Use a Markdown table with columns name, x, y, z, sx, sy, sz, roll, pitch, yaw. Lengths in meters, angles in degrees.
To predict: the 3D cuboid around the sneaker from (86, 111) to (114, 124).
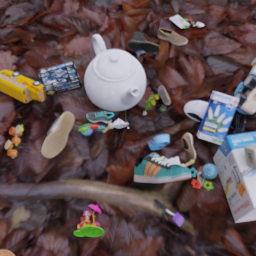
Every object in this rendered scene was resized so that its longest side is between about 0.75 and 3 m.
| name | x | y | z | sx | sy | sz | roll | pitch | yaw |
| --- | --- | --- | --- | --- | --- | --- | --- | --- | --- |
| sneaker | -1.110 | -0.512 | 11.399 | 1.207 | 0.550 | 0.468 | 1 | 61 | -37 |

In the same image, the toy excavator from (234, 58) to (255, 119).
| name | x | y | z | sx | sy | sz | roll | pitch | yaw |
| --- | --- | --- | --- | --- | --- | --- | --- | --- | --- |
| toy excavator | 5.385 | -1.882 | 12.099 | 1.302 | 2.607 | 2.535 | 29 | 106 | -4 |

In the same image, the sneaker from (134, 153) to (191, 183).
| name | x | y | z | sx | sy | sz | roll | pitch | yaw |
| --- | --- | --- | --- | --- | --- | --- | --- | --- | --- |
| sneaker | 1.025 | 1.334 | 9.508 | 0.907 | 2.541 | 1.015 | 2 | 81 | -38 |

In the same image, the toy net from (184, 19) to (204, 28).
| name | x | y | z | sx | sy | sz | roll | pitch | yaw |
| --- | --- | --- | --- | --- | --- | --- | --- | --- | --- |
| toy net | 3.525 | -5.570 | 15.046 | 1.086 | 0.210 | 0.570 | 11 | 57 | 4 |

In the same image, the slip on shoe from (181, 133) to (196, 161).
| name | x | y | z | sx | sy | sz | roll | pitch | yaw |
| --- | --- | --- | --- | --- | --- | --- | --- | --- | --- |
| slip on shoe | 2.288 | 0.782 | 10.689 | 0.354 | 1.170 | 0.445 | -27 | 27 | -32 |

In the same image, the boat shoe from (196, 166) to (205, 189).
| name | x | y | z | sx | sy | sz | roll | pitch | yaw |
| --- | --- | --- | --- | --- | --- | --- | --- | --- | --- |
| boat shoe | 2.737 | 1.815 | 10.489 | 0.324 | 0.285 | 0.911 | 14 | 58 | 11 |

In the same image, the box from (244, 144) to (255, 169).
| name | x | y | z | sx | sy | sz | roll | pitch | yaw |
| --- | --- | --- | --- | --- | --- | --- | --- | --- | --- |
| box | 4.505 | 0.729 | 8.632 | 1.657 | 0.567 | 0.681 | -16 | 97 | -7 |

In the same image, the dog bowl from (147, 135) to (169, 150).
| name | x | y | z | sx | sy | sz | roll | pitch | yaw |
| --- | --- | --- | --- | --- | --- | --- | --- | --- | --- |
| dog bowl | 1.182 | 0.578 | 10.776 | 0.644 | 1.155 | 0.286 | -3 | 69 | -20 |

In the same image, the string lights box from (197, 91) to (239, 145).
| name | x | y | z | sx | sy | sz | roll | pitch | yaw |
| --- | --- | --- | --- | --- | --- | --- | --- | --- | --- |
| string lights box | 3.492 | -0.387 | 10.988 | 0.976 | 0.560 | 1.899 | 18 | 101 | 4 |

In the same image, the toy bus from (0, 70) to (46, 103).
| name | x | y | z | sx | sy | sz | roll | pitch | yaw |
| --- | --- | --- | --- | --- | --- | --- | --- | --- | --- |
| toy bus | -4.724 | -1.769 | 12.202 | 2.343 | 0.762 | 0.917 | 25 | 45 | 21 |

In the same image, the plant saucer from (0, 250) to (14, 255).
| name | x | y | z | sx | sy | sz | roll | pitch | yaw |
| --- | --- | --- | --- | --- | --- | --- | --- | --- | --- |
| plant saucer | -4.073 | 4.492 | 8.902 | 1.128 | 0.211 | 1.128 | 0 | 59 | 1 |

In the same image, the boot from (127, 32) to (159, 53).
| name | x | y | z | sx | sy | sz | roll | pitch | yaw |
| --- | --- | --- | --- | --- | --- | --- | --- | --- | --- |
| boot | 0.773 | -3.948 | 12.646 | 1.424 | 0.552 | 0.985 | 13 | 56 | 4 |

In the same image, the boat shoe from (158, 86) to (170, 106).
| name | x | y | z | sx | sy | sz | roll | pitch | yaw |
| --- | --- | --- | --- | --- | --- | --- | --- | --- | --- |
| boat shoe | 1.605 | -1.411 | 12.360 | 0.367 | 0.348 | 0.970 | -24 | 73 | 25 |

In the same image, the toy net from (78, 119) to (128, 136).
| name | x | y | z | sx | sy | sz | roll | pitch | yaw |
| --- | --- | --- | --- | --- | --- | --- | --- | --- | --- |
| toy net | -0.984 | -0.115 | 11.147 | 1.983 | 1.040 | 0.383 | -14 | 71 | -6 |

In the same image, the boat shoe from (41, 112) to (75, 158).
| name | x | y | z | sx | sy | sz | roll | pitch | yaw |
| --- | --- | --- | --- | --- | --- | --- | --- | --- | --- |
| boat shoe | -2.822 | 0.305 | 11.102 | 0.766 | 0.690 | 2.129 | 36 | 57 | -25 |

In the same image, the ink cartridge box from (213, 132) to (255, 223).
| name | x | y | z | sx | sy | sz | roll | pitch | yaw |
| --- | --- | --- | --- | --- | --- | --- | --- | --- | --- |
| ink cartridge box | 4.375 | 1.679 | 9.632 | 1.837 | 1.870 | 2.540 | -7 | 59 | -5 |

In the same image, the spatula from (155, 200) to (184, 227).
| name | x | y | z | sx | sy | sz | roll | pitch | yaw |
| --- | --- | --- | --- | --- | --- | --- | --- | --- | --- |
| spatula | 1.414 | 2.921 | 9.802 | 1.219 | 0.125 | 0.344 | 37 | 104 | 19 |

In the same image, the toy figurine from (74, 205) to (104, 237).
| name | x | y | z | sx | sy | sz | roll | pitch | yaw |
| --- | --- | --- | --- | --- | --- | --- | --- | --- | --- |
| toy figurine | -1.310 | 3.124 | 9.587 | 1.055 | 0.792 | 0.971 | -17 | 42 | 18 |

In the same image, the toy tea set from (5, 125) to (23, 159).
| name | x | y | z | sx | sy | sz | roll | pitch | yaw |
| --- | --- | --- | --- | --- | --- | --- | --- | --- | --- |
| toy tea set | -4.462 | 0.554 | 11.176 | 0.804 | 0.500 | 1.352 | 2 | 73 | 40 |

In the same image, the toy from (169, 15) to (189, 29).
| name | x | y | z | sx | sy | sz | roll | pitch | yaw |
| --- | --- | --- | --- | --- | --- | --- | --- | --- | --- |
| toy | 2.742 | -5.636 | 15.043 | 0.603 | 0.247 | 1.048 | -28 | 57 | -18 |

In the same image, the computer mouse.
| name | x | y | z | sx | sy | sz | roll | pitch | yaw |
| --- | --- | --- | --- | --- | --- | --- | --- | --- | --- |
| computer mouse | 3.595 | -0.470 | 11.702 | 2.628 | 0.577 | 1.441 | 26 | 62 | 15 |

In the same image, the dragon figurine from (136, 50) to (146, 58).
| name | x | y | z | sx | sy | sz | roll | pitch | yaw |
| --- | --- | --- | --- | --- | --- | --- | --- | --- | --- |
| dragon figurine | 0.642 | -3.938 | 13.971 | 0.534 | 0.316 | 1.074 | 4 | 60 | 2 |

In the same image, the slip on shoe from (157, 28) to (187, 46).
| name | x | y | z | sx | sy | sz | roll | pitch | yaw |
| --- | --- | --- | --- | --- | --- | --- | --- | --- | --- |
| slip on shoe | 2.276 | -4.700 | 14.335 | 1.590 | 0.482 | 0.605 | 25 | 62 | 15 |

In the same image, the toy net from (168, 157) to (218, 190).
| name | x | y | z | sx | sy | sz | roll | pitch | yaw |
| --- | --- | --- | --- | --- | --- | --- | --- | --- | --- |
| toy net | 2.278 | 1.656 | 10.355 | 1.891 | 0.365 | 0.992 | 11 | 78 | 26 |

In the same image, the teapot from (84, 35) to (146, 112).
| name | x | y | z | sx | sy | sz | roll | pitch | yaw |
| --- | --- | --- | --- | --- | --- | --- | --- | --- | --- |
| teapot | -0.592 | -2.322 | 11.916 | 2.936 | 2.144 | 2.898 | 14 | 59 | 10 |

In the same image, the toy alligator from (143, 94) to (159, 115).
| name | x | y | z | sx | sy | sz | roll | pitch | yaw |
| --- | --- | --- | --- | --- | --- | --- | --- | --- | --- |
| toy alligator | 0.925 | -1.074 | 12.018 | 0.402 | 0.291 | 1.213 | 6 | 56 | 51 |

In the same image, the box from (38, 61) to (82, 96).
| name | x | y | z | sx | sy | sz | roll | pitch | yaw |
| --- | --- | --- | --- | --- | --- | --- | --- | --- | --- |
| box | -3.156 | -2.281 | 12.908 | 1.742 | 0.401 | 1.384 | -18 | 60 | -11 |
